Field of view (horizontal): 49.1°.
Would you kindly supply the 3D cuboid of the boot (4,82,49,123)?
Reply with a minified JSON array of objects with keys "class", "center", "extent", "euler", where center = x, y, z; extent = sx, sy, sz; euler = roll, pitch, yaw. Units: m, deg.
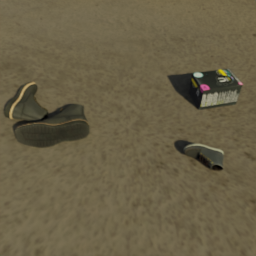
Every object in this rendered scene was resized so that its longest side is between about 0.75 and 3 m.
[{"class":"boot","center":[-3.595,-0.894,10.894],"extent":[1.457,0.816,2.107],"euler":[17,45,-1]}]

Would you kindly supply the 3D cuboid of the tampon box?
[{"class":"tampon box","center":[3.445,-1.563,11.232],"extent":[1.627,1.027,1.219],"euler":[-9,45,-9]}]

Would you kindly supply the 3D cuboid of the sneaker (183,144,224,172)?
[{"class":"sneaker","center":[2.426,0.950,8.987],"extent":[1.303,0.487,0.692],"euler":[8,42,6]}]

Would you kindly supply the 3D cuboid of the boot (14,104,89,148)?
[{"class":"boot","center":[-2.661,-0.172,10.050],"extent":[2.439,0.945,1.687],"euler":[-3,34,-11]}]
